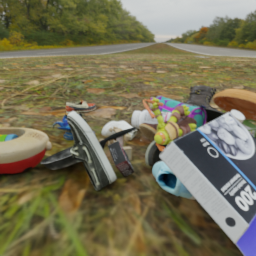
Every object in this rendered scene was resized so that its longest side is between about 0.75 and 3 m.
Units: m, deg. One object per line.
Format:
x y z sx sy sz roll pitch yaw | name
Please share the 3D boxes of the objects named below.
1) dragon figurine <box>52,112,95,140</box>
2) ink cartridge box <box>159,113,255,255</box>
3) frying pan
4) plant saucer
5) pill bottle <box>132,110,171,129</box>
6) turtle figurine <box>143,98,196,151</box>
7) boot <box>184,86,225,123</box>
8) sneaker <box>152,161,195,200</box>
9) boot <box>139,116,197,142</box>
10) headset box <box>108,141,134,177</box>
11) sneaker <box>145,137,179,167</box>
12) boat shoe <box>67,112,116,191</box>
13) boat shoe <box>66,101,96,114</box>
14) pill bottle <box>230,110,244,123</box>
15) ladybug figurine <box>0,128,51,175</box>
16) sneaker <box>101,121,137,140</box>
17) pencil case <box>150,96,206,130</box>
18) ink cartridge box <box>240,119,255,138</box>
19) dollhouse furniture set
-2.122 0.024 10.117 2.072 0.610 1.030 -4 44 20 | dragon figurine
2.280 0.998 5.658 2.557 0.560 2.581 -21 65 -45 | ink cartridge box
-1.115 0.567 8.013 2.800 0.456 1.693 -20 7 -3 | frying pan
4.222 -0.816 10.012 2.320 0.434 2.320 22 -5 2 | plant saucer
0.927 -0.251 10.898 1.452 0.823 0.823 7 20 19 | pill bottle
1.272 0.172 7.947 0.774 2.404 1.939 -34 -3 39 | turtle figurine
3.476 -1.183 12.305 2.158 0.747 1.878 19 51 26 | boot
0.936 1.114 6.643 0.744 0.672 1.817 20 -3 -24 | sneaker
1.421 -0.048 10.073 1.719 0.622 1.430 24 51 28 | boot
-0.195 0.810 7.383 0.340 0.880 0.655 -27 55 3 | headset box
1.320 0.663 8.177 0.963 0.678 1.814 6 21 40 | sneaker
-1.034 0.577 6.860 0.646 2.029 0.717 -31 4 -21 | boat shoe
-2.309 -1.074 13.795 1.605 0.502 0.571 -11 20 -32 | boat shoe
3.265 -0.047 9.081 0.561 1.025 0.561 15 39 -13 | pill bottle
-3.580 0.666 7.888 2.856 1.027 1.939 0 18 5 | ladybug figurine
-0.242 0.130 9.954 0.802 0.511 1.387 30 28 29 | sneaker
2.002 -0.608 11.499 1.167 1.075 2.526 29 -3 -37 | pencil case
4.075 0.121 10.270 1.602 0.475 0.832 -8 23 -16 | ink cartridge box
-0.482 0.459 8.976 0.654 0.765 1.477 -7 20 -24 | dollhouse furniture set
